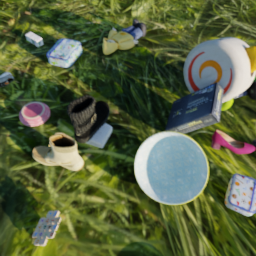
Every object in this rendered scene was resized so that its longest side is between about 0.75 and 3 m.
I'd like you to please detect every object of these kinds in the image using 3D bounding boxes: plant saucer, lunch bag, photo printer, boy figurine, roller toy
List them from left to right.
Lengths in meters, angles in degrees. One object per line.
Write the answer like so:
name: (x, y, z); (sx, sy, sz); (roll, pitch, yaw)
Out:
plant saucer: (-3.873, -0.631, 11.530); (1.253, 0.318, 1.253); (0, 52, 1)
lunch bag: (-3.124, -3.673, 13.686); (1.294, 0.664, 1.609); (17, 53, 16)
photo printer: (-1.147, 0.220, 10.834); (0.864, 0.361, 1.039); (17, 53, 14)
boy figurine: (-0.368, -4.618, 14.298); (2.680, 0.864, 1.666); (-36, 63, -27)
roller toy: (3.721, -2.359, 11.299); (2.476, 2.714, 1.897); (42, 43, 24)
lunch bag: (3.830, 2.179, 9.253); (1.045, 0.493, 1.305); (21, 56, 14)

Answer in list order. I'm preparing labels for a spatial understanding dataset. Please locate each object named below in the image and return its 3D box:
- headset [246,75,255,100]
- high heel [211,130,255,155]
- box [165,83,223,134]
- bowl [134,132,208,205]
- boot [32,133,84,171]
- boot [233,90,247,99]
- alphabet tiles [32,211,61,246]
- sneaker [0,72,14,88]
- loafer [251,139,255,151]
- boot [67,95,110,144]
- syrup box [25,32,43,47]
headset: (5.827, -1.417, 11.987); (1.469, 1.117, 2.378); (4, 37, -1)
high heel: (3.905, 0.515, 10.306); (1.621, 0.779, 0.547); (4, 38, 3)
box: (2.487, -0.650, 10.589); (0.538, 2.107, 1.662); (40, 51, -25)
bowl: (1.474, 1.247, 9.301); (2.338, 1.258, 2.338); (1, 92, 17)
boot: (-2.571, 0.743, 9.682); (1.966, 1.528, 0.716); (15, 56, 13)
boot: (4.669, -1.920, 12.452); (0.641, 0.517, 1.420); (-11, 63, -16)
alphabet tiles: (-2.460, 3.024, 8.480); (1.059, 0.079, 1.082); (-17, 39, 37)
sneaker: (-5.697, -2.028, 12.531); (0.502, 0.468, 1.266); (38, 61, 20)
loafer: (5.067, 0.846, 10.340); (0.434, 0.381, 1.208); (-18, 54, -14)
boot: (-1.364, -0.656, 10.246); (0.826, 1.641, 2.194); (14, 49, 16)
syrup box: (-4.877, -4.590, 14.562); (0.925, 0.364, 0.377); (33, 59, 22)
